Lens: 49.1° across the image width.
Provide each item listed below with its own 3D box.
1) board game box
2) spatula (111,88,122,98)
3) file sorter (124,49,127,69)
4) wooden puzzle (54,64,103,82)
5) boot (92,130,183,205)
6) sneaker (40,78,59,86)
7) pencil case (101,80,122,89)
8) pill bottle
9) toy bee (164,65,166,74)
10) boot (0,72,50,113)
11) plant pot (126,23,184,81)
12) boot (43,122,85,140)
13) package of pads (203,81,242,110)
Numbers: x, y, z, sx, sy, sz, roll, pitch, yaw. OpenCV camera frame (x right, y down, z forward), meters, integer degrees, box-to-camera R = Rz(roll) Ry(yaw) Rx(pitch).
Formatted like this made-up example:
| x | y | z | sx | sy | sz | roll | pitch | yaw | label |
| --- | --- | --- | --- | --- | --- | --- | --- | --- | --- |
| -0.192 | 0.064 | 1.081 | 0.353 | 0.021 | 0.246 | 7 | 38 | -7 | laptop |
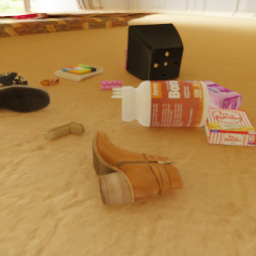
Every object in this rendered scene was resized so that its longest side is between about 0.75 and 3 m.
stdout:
| x | y | z | sx | sy | sz | roll | pitch | yaw | label |
| --- | --- | --- | --- | --- | --- | --- | --- | --- | --- |
| 3.238 | -0.073 | 9.142 | 1.384 | 0.423 | 1.827 | 3 | 29 | 6 | board game box |
| 0.037 | -1.521 | 12.171 | 1.480 | 0.119 | 1.029 | 0 | 27 | 0 | spatula |
| 0.546 | -3.952 | 15.482 | 1.226 | 1.106 | 1.764 | 4 | 24 | 10 | file sorter |
| -2.554 | -2.970 | 14.592 | 1.807 | 0.364 | 1.953 | 18 | 33 | 28 | wooden puzzle |
| 0.116 | 0.847 | 7.015 | 1.905 | 0.907 | 2.463 | -8 | 41 | -12 | boot |
| -3.696 | -2.132 | 13.186 | 0.916 | 0.334 | 0.353 | -14 | 9 | -32 | sneaker |
| -0.770 | -1.973 | 12.732 | 0.944 | 0.428 | 0.442 | -1 | 1 | -6 | pencil case |
| 1.163 | -0.796 | 9.343 | 2.711 | 1.521 | 1.521 | 0 | 28 | 0 | pill bottle |
| 1.704 | -2.951 | 14.278 | 1.153 | 0.627 | 0.755 | 28 | 22 | 0 | toy bee |
| -4.430 | -1.468 | 11.122 | 2.973 | 1.088 | 2.238 | -6 | 29 | 1 | boot |
| 1.409 | -3.538 | 13.799 | 2.440 | 2.446 | 2.169 | -9 | 40 | -16 | plant pot |
| -2.021 | 0.132 | 8.895 | 1.041 | 0.344 | 0.911 | -22 | 22 | -36 | boot |
| 3.303 | -1.224 | 10.945 | 1.179 | 0.740 | 1.957 | -14 | 31 | -24 | package of pads |
